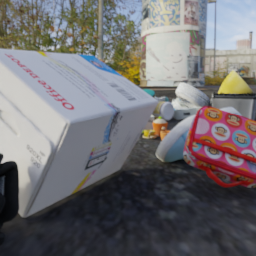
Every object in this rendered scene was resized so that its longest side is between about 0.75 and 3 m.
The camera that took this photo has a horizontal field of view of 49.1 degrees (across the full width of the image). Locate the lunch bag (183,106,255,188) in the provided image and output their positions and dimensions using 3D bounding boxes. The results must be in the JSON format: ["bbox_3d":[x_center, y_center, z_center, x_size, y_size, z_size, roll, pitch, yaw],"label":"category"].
[{"bbox_3d":[1.623,0.370,4.590,1.385,1.220,0.567,19,-29,5],"label":"lunch bag"}]

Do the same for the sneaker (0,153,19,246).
[{"bbox_3d":[-2.320,0.776,3.183,2.737,1.046,1.568,11,14,35],"label":"sneaker"}]

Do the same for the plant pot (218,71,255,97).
[{"bbox_3d":[5.763,-1.862,15.165,1.448,2.040,2.040,-41,-4,20],"label":"plant pot"}]

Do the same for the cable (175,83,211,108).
[{"bbox_3d":[2.965,-1.322,12.822,1.803,0.624,1.803,36,0,5],"label":"cable"}]

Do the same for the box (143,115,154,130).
[{"bbox_3d":[0.040,-0.147,9.252,1.577,0.539,0.648,-2,11,-9],"label":"box"}]

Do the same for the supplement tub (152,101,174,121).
[{"bbox_3d":[1.295,-0.727,11.677,0.767,0.767,1.054,-9,15,-41],"label":"supplement tub"}]

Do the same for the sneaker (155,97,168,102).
[{"bbox_3d":[1.881,-1.716,18.050,1.356,0.526,0.618,3,-5,-3],"label":"sneaker"}]

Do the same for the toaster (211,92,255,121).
[{"bbox_3d":[4.319,-0.862,11.428,1.918,1.138,1.734,3,11,16],"label":"toaster"}]

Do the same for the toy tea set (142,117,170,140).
[{"bbox_3d":[1.223,0.029,8.168,1.600,0.592,0.952,7,13,31],"label":"toy tea set"}]

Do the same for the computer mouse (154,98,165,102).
[{"bbox_3d":[1.222,-1.370,15.712,1.520,0.608,2.772,-5,15,-2],"label":"computer mouse"}]

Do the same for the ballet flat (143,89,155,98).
[{"bbox_3d":[0.114,-0.787,11.056,1.029,1.029,2.910,7,23,33],"label":"ballet flat"}]

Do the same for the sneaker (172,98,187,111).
[{"bbox_3d":[2.537,-1.103,13.851,0.631,0.730,1.684,-1,12,-18],"label":"sneaker"}]

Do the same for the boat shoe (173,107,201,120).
[{"bbox_3d":[2.680,-0.604,11.579,1.637,0.579,0.521,5,13,33],"label":"boat shoe"}]

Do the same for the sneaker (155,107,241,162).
[{"bbox_3d":[1.842,0.277,6.159,2.562,0.947,1.050,-22,49,-25],"label":"sneaker"}]

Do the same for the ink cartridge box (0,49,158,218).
[{"bbox_3d":[-1.001,-0.093,4.483,1.687,1.658,2.292,39,27,20],"label":"ink cartridge box"}]
